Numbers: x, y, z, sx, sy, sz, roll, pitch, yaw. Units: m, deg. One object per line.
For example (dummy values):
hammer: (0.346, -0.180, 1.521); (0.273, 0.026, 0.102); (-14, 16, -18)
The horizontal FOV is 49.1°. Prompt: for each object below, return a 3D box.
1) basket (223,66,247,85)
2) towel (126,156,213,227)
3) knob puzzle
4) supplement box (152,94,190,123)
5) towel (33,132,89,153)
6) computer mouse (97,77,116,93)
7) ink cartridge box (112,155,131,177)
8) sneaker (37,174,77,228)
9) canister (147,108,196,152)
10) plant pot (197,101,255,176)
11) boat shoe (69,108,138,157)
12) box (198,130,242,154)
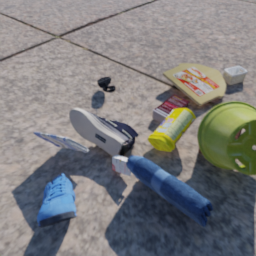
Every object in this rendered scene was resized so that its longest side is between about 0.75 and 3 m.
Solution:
basket: (5.440, -2.685, 14.359); (1.013, 0.625, 0.687); (-15, 44, -18)
towel: (1.254, 1.815, 8.617); (2.823, 1.576, 0.685); (32, 77, 32)
knob puzzle: (3.529, -2.270, 13.911); (3.193, 0.443, 3.193); (6, 47, -6)
supplement box: (1.893, -0.792, 12.322); (0.878, 0.491, 1.614); (32, 52, 30)
towel: (-2.354, 0.508, 9.839); (1.704, 1.251, 0.203); (8, 72, 33)
computer mouse: (-0.964, -1.915, 12.977); (0.688, 0.399, 2.346); (-22, 26, -6)
ink cartridge box: (-0.149, 1.311, 9.711); (0.870, 0.507, 0.294); (15, 22, 39)
sneaker: (-1.958, 1.891, 7.616); (0.972, 2.949, 1.156); (-10, 86, -11)
canister: (1.663, 0.047, 10.616); (1.661, 0.719, 1.234); (-48, 20, -18)
plant pot: (3.626, 0.420, 8.874); (2.471, 2.471, 2.271); (4, 7, 4)
boat shoe: (-0.928, 0.034, 10.958); (2.820, 1.053, 1.307); (37, 35, 18)
box: (3.544, 0.274, 10.616); (1.230, 1.217, 1.483); (21, 46, 22)
